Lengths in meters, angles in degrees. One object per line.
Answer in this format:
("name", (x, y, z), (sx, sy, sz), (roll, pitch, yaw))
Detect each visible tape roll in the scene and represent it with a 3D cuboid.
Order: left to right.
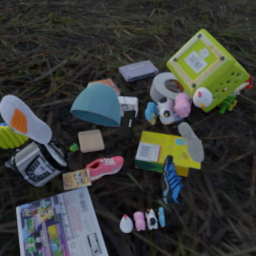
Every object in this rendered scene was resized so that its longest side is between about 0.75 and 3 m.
("tape roll", (2.078, -1.696, 12.999), (2.027, 0.670, 2.027), (7, 47, -7))

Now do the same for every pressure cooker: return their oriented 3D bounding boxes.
("pressure cooker", (-2.816, 1.039, 9.323), (1.565, 1.377, 1.398), (-35, 69, 0))

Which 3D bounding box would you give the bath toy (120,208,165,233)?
("bath toy", (0.427, 2.855, 8.746), (1.405, 0.519, 0.611), (-8, 11, -9))

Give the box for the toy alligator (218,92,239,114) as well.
("toy alligator", (4.746, -1.379, 13.001), (0.611, 0.559, 2.059), (28, 51, 26))

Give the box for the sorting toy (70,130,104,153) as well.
("sorting toy", (-1.703, 0.581, 11.273), (1.330, 0.196, 0.983), (-8, 50, -13))

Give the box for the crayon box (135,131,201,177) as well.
("crayon box", (1.532, 0.981, 10.579), (2.323, 0.590, 1.475), (9, 45, 10))

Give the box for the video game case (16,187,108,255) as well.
("video game case", (-2.079, 3.205, 8.553), (2.336, 0.295, 2.564), (-14, 47, -14))

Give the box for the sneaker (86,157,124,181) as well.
("sneaker", (-0.832, 1.374, 10.125), (1.566, 0.679, 0.577), (-23, 49, -22))

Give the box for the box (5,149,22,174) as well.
("box", (-4.052, 1.251, 10.393), (0.565, 0.473, 0.760), (14, 46, 14))

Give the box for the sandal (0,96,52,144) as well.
("sandal", (-3.028, -0.116, 8.057), (0.579, 2.019, 0.774), (3, 59, 28))

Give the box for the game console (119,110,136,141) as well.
("game console", (0.064, -0.077, 10.989), (0.969, 0.641, 1.101), (-3, 72, 48))

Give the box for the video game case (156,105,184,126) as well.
("video game case", (1.808, -0.662, 12.596), (0.925, 0.123, 1.295), (-13, 47, -13))

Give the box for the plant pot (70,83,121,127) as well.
("plant pot", (-0.928, -0.800, 9.034), (1.611, 1.611, 1.085), (11, 78, 11))

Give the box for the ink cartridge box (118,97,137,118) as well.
("ink cartridge box", (-0.165, -0.919, 12.322), (1.104, 0.800, 0.464), (5, 46, 8))

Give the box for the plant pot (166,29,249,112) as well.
("plant pot", (3.054, -2.329, 11.234), (2.306, 2.103, 2.317), (-42, 61, 19))

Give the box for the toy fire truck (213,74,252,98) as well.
("toy fire truck", (4.455, -1.672, 12.779), (2.237, 0.545, 1.578), (-38, 24, -32))

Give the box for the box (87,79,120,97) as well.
("box", (-0.937, -1.302, 10.339), (0.986, 0.524, 0.751), (-20, 65, -36))

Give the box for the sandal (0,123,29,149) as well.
("sandal", (-5.382, 0.193, 11.056), (2.931, 1.165, 1.276), (-8, 41, -10))

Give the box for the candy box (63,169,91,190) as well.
("candy box", (-1.760, 1.783, 9.641), (0.941, 0.260, 0.543), (-14, 75, 16))

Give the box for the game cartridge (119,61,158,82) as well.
("game cartridge", (0.542, -3.020, 14.861), (1.823, 0.350, 1.181), (-17, 43, -17))

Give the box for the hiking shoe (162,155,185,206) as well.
("hiking shoe", (1.443, 1.623, 8.838), (0.689, 1.589, 0.591), (1, 9, 16))

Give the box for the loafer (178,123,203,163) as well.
("loafer", (1.904, 0.430, 8.266), (0.454, 0.397, 1.263), (-30, 68, 19))

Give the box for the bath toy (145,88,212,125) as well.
("bath toy", (1.818, -0.784, 10.101), (2.377, 0.878, 1.033), (-17, 80, 22))
